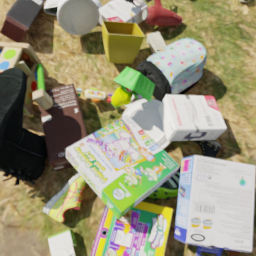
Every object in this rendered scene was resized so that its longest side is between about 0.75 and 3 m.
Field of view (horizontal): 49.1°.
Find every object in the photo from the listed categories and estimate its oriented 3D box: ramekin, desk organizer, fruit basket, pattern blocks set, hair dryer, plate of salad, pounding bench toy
[{"bbox_3d":[-1.805,-4.085,9.890,1.474,1.474,0.686,-17,55,-8],"label":"ramekin"},{"bbox_3d":[-3.933,-4.312,10.615,0.841,0.903,2.345,29,46,-23],"label":"desk organizer"},{"bbox_3d":[0.054,-1.005,8.039,0.906,1.256,1.256,32,68,34],"label":"fruit basket"},{"bbox_3d":[-1.078,-1.097,9.238,1.216,0.099,1.069,1,28,-23],"label":"pattern blocks set"},{"bbox_3d":[1.119,-4.725,10.416,2.488,0.676,1.895,42,79,-21],"label":"hair dryer"},{"bbox_3d":[0.618,-0.056,8.895,1.750,0.420,1.750,-2,82,11],"label":"plate of salad"},{"bbox_3d":[-3.281,-1.575,8.816,2.435,1.512,1.899,7,64,14],"label":"pounding bench toy"}]

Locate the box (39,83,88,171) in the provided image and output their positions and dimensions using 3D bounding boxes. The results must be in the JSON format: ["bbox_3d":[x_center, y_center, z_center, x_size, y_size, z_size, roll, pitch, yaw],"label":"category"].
[{"bbox_3d":[-1.968,-0.051,8.681,1.235,0.925,2.467,-16,68,-7],"label":"box"}]

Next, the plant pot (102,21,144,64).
[{"bbox_3d":[-0.268,-2.899,9.655,1.240,1.094,1.240,-1,39,-16],"label":"plant pot"}]

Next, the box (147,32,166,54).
[{"bbox_3d":[1.089,-2.975,10.290,0.492,0.403,1.036,-16,66,-7],"label":"box"}]

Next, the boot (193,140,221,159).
[{"bbox_3d":[2.297,0.679,8.641,0.990,0.357,0.748,20,70,12],"label":"boot"}]

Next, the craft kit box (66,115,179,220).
[{"bbox_3d":[-0.141,0.909,7.578,2.206,0.542,2.233,-33,65,-30],"label":"craft kit box"}]

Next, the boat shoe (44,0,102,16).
[{"bbox_3d":[-2.162,-4.555,10.855,2.326,0.855,0.777,11,67,19],"label":"boat shoe"}]

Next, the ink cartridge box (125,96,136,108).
[{"bbox_3d":[0.048,-1.165,9.516,0.507,0.298,0.880,26,68,11],"label":"ink cartridge box"}]

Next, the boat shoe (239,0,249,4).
[{"bbox_3d":[4.780,-5.842,11.528,0.557,0.558,1.507,-5,65,-2],"label":"boat shoe"}]

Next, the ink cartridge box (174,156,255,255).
[{"bbox_3d":[2.169,2.092,7.118,1.713,0.959,2.511,10,75,-6],"label":"ink cartridge box"}]

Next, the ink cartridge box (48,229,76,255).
[{"bbox_3d":[-1.698,3.212,7.394,0.632,0.324,0.854,-21,64,1],"label":"ink cartridge box"}]

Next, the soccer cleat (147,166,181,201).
[{"bbox_3d":[1.243,1.565,8.105,2.184,0.737,0.885,-1,50,-4],"label":"soccer cleat"}]

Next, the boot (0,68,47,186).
[{"bbox_3d":[-2.953,0.106,7.669,1.035,2.291,2.796,5,70,18],"label":"boot"}]

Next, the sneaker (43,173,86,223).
[{"bbox_3d":[-1.545,1.936,7.940,0.768,0.665,1.702,41,76,10],"label":"sneaker"}]

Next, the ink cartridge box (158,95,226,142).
[{"bbox_3d":[1.869,-0.292,8.347,1.679,0.708,1.215,-1,59,-19],"label":"ink cartridge box"}]

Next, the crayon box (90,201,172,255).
[{"bbox_3d":[0.087,2.981,7.362,1.798,0.607,2.084,12,66,11],"label":"crayon box"}]

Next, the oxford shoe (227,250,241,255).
[{"bbox_3d":[2.883,3.139,7.502,0.356,0.355,0.997,12,66,3],"label":"oxford shoe"}]

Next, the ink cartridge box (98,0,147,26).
[{"bbox_3d":[-0.217,-4.354,10.769,1.596,0.684,1.178,-40,72,-19],"label":"ink cartridge box"}]

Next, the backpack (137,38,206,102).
[{"bbox_3d":[1.584,-1.929,9.283,2.169,1.373,1.810,-30,67,-14],"label":"backpack"}]
